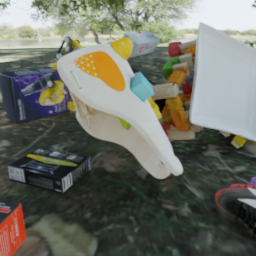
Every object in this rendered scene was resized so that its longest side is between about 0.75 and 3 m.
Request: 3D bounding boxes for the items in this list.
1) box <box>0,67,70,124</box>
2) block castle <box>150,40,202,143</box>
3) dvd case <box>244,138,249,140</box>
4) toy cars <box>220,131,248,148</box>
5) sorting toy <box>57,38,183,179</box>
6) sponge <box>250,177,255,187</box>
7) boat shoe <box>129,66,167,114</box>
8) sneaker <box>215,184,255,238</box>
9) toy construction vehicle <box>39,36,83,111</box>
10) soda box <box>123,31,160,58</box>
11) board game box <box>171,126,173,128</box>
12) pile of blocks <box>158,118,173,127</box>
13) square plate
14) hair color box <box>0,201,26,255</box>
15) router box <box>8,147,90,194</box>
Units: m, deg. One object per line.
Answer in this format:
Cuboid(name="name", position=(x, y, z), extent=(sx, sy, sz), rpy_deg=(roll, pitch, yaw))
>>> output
Cuboid(name="box", position=(-3.393, -1.277, 10.363), extent=(2.241, 1.658, 1.169), rpy_deg=(-20, 29, -40))
Cuboid(name="block castle", position=(1.255, -0.989, 7.359), extent=(1.244, 1.772, 2.651), rpy_deg=(-4, 38, 36))
Cuboid(name="dvd case", position=(4.349, -0.101, 8.867), extent=(2.605, 0.322, 1.958), rpy_deg=(1, 20, -11))
Cuboid(name="toy cars", position=(2.958, 0.247, 8.031), extent=(0.645, 0.319, 1.439), rpy_deg=(41, 8, -21))
Cuboid(name="sorting toy", position=(0.074, -0.067, 5.568), extent=(1.521, 2.563, 2.847), rpy_deg=(-34, -8, -11))
Cuboid(name="sponge", position=(3.112, 1.227, 5.700), extent=(0.570, 0.153, 1.023), rpy_deg=(-12, 23, -29))
Cuboid(name="boat shoe", position=(0.436, -1.231, 9.294), extent=(2.979, 1.090, 0.933), rpy_deg=(38, -1, 1))
Cuboid(name="sneaker", position=(2.137, 1.432, 4.408), extent=(1.812, 0.641, 0.885), rpy_deg=(20, 26, 40))
Cuboid(name="toy construction vehicle", position=(-1.844, -1.664, 9.697), extent=(0.869, 2.468, 2.149), rpy_deg=(36, 14, 15))
Cuboid(name="soda box", position=(0.398, -2.853, 9.450), extent=(0.574, 0.534, 1.682), rpy_deg=(43, 37, 12))
Cuboid(name="board game box", position=(1.702, -0.053, 8.961), extent=(0.970, 0.125, 0.969), rpy_deg=(-17, 25, -34))
Cuboid(name="pile of blocks", position=(1.507, -0.186, 8.616), extent=(1.149, 0.472, 0.357), rpy_deg=(15, -2, 29))
Cuboid(name="square plate", position=(2.556, -1.070, 7.151), extent=(2.501, 2.525, 0.359), rpy_deg=(13, -11, -28))
Cuboid(name="hair color box", position=(-2.413, 1.772, 3.398), extent=(1.168, 0.705, 2.301), rpy_deg=(5, 21, 11))
Cuboid(name="router box", position=(-1.732, 0.894, 6.277), extent=(1.418, 0.370, 1.115), rpy_deg=(9, 22, 22))
